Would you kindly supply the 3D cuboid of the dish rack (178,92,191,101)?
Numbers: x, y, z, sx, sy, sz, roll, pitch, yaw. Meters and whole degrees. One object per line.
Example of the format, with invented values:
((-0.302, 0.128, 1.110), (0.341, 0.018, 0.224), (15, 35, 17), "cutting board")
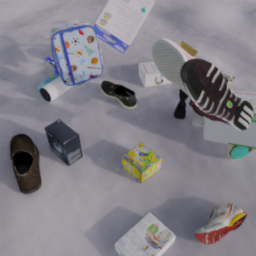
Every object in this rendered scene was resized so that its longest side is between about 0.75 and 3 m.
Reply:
((2.854, -1.575, 13.426), (0.681, 0.173, 0.794), (-29, 50, -29), "dish rack")

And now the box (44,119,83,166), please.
((-2.367, 0.542, 10.338), (1.206, 1.227, 0.720), (34, 52, 32), "box")

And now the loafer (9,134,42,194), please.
((-3.669, 1.027, 9.986), (1.000, 0.978, 2.741), (-18, 46, -19), "loafer")

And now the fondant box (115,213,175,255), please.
((0.485, 3.266, 7.967), (1.435, 0.418, 1.035), (-33, 52, -30), "fondant box")

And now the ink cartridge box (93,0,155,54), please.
((-0.263, -4.716, 12.113), (1.736, 0.610, 2.909), (30, 77, -10), "ink cartridge box")

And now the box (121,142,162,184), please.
((0.474, 1.224, 10.021), (1.015, 0.643, 1.054), (-31, 50, -30), "box")

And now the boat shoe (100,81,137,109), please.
((-0.468, -1.747, 13.232), (0.852, 0.730, 2.329), (-31, 50, -28), "boat shoe")

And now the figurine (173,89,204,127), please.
((2.675, -0.867, 11.758), (1.416, 1.382, 0.610), (24, 47, 23), "figurine")

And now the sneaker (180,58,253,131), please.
((2.131, -0.866, 8.121), (1.123, 2.969, 1.715), (-60, 30, -8), "sneaker")

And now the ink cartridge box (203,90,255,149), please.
((4.274, -0.456, 10.905), (1.978, 1.147, 2.731), (11, 31, 27), "ink cartridge box")

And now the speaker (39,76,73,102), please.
((-3.286, -2.026, 13.465), (0.788, 0.788, 1.942), (25, 49, 25), "speaker")

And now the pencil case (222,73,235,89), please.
((4.475, -2.571, 14.102), (1.637, 0.732, 0.637), (33, 53, 32), "pencil case")

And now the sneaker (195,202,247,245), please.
((2.662, 2.824, 8.335), (1.830, 0.712, 0.752), (-16, 40, -30), "sneaker")

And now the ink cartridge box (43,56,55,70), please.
((-3.514, -3.003, 13.176), (0.938, 0.207, 0.441), (37, 48, 20), "ink cartridge box")

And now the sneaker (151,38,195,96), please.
((2.086, -2.176, 10.108), (2.829, 1.065, 1.479), (44, 40, -6), "sneaker")

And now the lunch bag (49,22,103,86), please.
((-1.756, -2.421, 9.458), (1.643, 2.050, 0.775), (-20, 39, -15), "lunch bag")

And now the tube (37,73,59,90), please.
((-3.533, -2.599, 14.198), (0.591, 0.908, 2.344), (52, 54, -2), "tube")

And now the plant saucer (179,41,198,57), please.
((2.289, -2.984, 11.336), (0.793, 0.793, 0.192), (36, 29, 3), "plant saucer")

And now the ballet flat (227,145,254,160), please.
((4.435, 0.680, 10.758), (2.060, 0.695, 0.642), (-18, 19, -24), "ballet flat")

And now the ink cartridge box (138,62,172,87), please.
((1.489, -2.805, 14.354), (1.709, 0.717, 1.237), (-9, 43, -9), "ink cartridge box")
